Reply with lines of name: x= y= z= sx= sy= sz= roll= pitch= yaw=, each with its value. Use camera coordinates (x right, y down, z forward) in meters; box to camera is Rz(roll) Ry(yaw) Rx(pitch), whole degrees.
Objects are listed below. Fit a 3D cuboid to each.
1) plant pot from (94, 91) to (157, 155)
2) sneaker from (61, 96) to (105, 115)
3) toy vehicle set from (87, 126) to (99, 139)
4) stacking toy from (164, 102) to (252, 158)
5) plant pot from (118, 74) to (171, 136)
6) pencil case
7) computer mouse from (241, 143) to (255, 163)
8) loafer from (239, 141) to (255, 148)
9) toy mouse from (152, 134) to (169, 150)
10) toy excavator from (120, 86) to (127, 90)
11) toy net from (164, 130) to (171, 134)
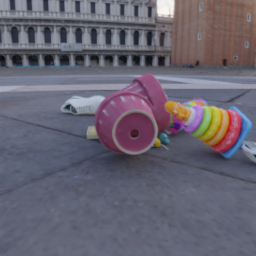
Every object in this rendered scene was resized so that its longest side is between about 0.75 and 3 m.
plant pot: x=0.032 y=-0.057 z=8.188 sx=1.940 sy=1.940 sz=1.736 roll=-3 pitch=12 yaw=-11
sneaker: x=-2.313 y=-1.107 z=15.281 sx=2.808 sy=1.073 sz=1.130 roll=0 pitch=21 yaw=28
toy vehicle set: x=-1.233 y=0.160 z=11.483 sx=0.843 sy=0.180 sz=1.356 roll=-4 pitch=15 yaw=-3
stacking toy: x=2.252 y=-0.198 z=8.652 sx=2.597 sy=1.425 sz=1.507 roll=20 pitch=24 yaw=-15
plant pot: x=0.206 y=-0.668 z=10.822 sx=2.092 sy=2.337 sz=2.337 roll=-21 pitch=19 yaw=-13
pencil case: x=2.489 y=-0.528 z=11.857 sx=2.414 sy=1.067 sz=1.067 roll=-21 pitch=24 yaw=-40
computer mouse: x=4.453 y=0.861 z=8.323 sx=2.246 sy=0.493 sz=1.232 roll=6 pitch=19 yaw=0
loafer: x=4.188 y=0.583 z=9.718 sx=0.829 sy=0.290 sz=0.289 roll=8 pitch=24 yaw=32
toy mouse: x=0.989 y=0.372 z=10.440 sx=1.546 sy=0.299 sz=1.374 roll=9 pitch=16 yaw=24
toy excavator: x=0.430 y=-1.545 z=14.237 sx=2.841 sy=1.460 sz=2.922 roll=6 pitch=-1 yaw=27
toy net: x=1.683 y=0.139 z=11.782 sx=0.434 sy=0.160 sz=0.826 roll=7 pitch=16 yaw=-5
